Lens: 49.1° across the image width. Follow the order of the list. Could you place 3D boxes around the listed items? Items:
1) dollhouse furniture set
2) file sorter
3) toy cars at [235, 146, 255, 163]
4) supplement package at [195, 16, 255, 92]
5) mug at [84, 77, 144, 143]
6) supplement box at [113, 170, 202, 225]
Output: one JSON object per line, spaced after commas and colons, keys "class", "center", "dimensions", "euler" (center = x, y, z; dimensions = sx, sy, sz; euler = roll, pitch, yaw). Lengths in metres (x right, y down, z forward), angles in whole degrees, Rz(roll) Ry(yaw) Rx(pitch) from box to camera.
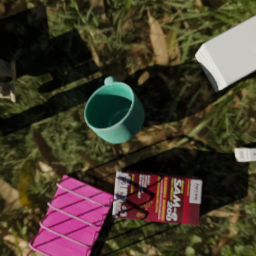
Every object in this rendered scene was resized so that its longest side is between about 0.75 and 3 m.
{"class": "dollhouse furniture set", "center": [-5.141, -0.993, 9.712], "dimensions": [2.298, 1.628, 2.501], "euler": [0, 76, -20]}
{"class": "file sorter", "center": [-1.963, 3.335, 9.304], "dimensions": [1.969, 1.777, 2.834], "euler": [23, 86, 1]}
{"class": "toy cars", "center": [4.964, 1.326, 10.079], "dimensions": [2.305, 0.510, 1.033], "euler": [37, 86, 3]}
{"class": "supplement package", "center": [3.828, -2.581, 10.016], "dimensions": [2.118, 1.174, 1.650], "euler": [-28, 87, -3]}
{"class": "mug", "center": [-0.289, -0.567, 9.649], "dimensions": [1.830, 1.377, 2.227], "euler": [15, 69, 34]}
{"class": "supplement box", "center": [0.994, 2.402, 9.812], "dimensions": [2.938, 0.895, 1.599], "euler": [5, 86, -1]}
